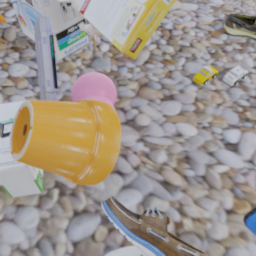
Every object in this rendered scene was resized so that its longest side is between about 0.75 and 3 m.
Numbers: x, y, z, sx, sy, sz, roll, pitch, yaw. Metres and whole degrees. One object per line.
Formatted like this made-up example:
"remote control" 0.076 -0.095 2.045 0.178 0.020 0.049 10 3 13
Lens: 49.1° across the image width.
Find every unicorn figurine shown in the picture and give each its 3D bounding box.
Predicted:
"unicorn figurine" -1.378 -4.093 8.468 2.007 2.922 1.079 24 17 -8

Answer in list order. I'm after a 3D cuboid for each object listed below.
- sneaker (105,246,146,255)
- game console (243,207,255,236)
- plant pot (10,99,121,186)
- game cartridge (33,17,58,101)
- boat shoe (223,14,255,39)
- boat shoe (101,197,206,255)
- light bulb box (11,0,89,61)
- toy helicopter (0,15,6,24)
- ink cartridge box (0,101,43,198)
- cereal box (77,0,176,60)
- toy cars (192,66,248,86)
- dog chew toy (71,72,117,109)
"sneaker" 0.483 2.984 6.152 2.636 1.116 0.960 -5 55 -2
"game console" 2.277 1.044 3.867 1.227 1.437 0.850 -42 21 13
"plant pot" -1.246 0.182 5.221 1.548 1.691 1.691 13 43 -39
"game cartridge" -1.853 -1.453 6.309 0.347 1.810 1.173 -8 14 -27
"boat shoe" 5.357 -4.308 11.792 2.496 0.809 0.914 5 53 4
"boat shoe" 0.428 1.774 4.852 1.972 0.713 0.714 38 85 9
"light bulb box" -3.096 -4.552 10.806 1.668 2.673 2.650 -39 62 -23
"toy helicopter" -3.032 -2.326 5.750 0.718 1.086 0.428 -2 94 7
"ink cartridge box" -2.951 0.559 7.669 0.904 1.559 2.153 -8 54 -6
"cereal box" -0.099 -2.779 6.112 0.461 1.679 2.334 15 29 -47
"toy cars" 3.425 -2.002 10.280 2.112 0.468 0.947 0 54 0
"dog chew toy" -1.043 -0.571 8.701 1.440 1.440 2.313 -4 61 -3
